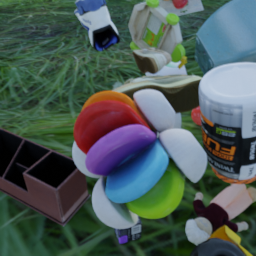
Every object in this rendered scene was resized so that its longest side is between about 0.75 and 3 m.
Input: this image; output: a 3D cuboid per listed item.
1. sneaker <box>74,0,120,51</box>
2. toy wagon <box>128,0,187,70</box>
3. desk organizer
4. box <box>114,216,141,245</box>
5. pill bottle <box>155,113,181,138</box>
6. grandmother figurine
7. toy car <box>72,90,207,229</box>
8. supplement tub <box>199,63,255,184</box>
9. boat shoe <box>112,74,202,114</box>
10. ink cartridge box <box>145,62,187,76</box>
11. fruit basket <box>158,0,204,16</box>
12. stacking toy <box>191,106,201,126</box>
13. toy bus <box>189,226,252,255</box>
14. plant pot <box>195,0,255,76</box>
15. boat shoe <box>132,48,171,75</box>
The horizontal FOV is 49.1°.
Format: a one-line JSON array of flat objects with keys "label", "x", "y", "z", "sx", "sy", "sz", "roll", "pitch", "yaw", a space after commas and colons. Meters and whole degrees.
[{"label": "sneaker", "x": -0.867, "y": -2.805, "z": 7.818, "sx": 0.934, "sy": 1.335, "sz": 2.311, "roll": -20, "pitch": 14, "yaw": -1}, {"label": "toy wagon", "x": 0.944, "y": -2.686, "z": 8.448, "sx": 2.311, "sy": 1.793, "sz": 0.457, "roll": 45, "pitch": 56, "yaw": 13}, {"label": "desk organizer", "x": -2.504, "y": 1.114, "z": 7.076, "sx": 2.990, "sy": 1.151, "sz": 1.072, "roll": 18, "pitch": 39, "yaw": 24}, {"label": "box", "x": -0.100, "y": 1.998, "z": 6.313, "sx": 0.512, "sy": 0.590, "sz": 0.965, "roll": -11, "pitch": 37, "yaw": -16}, {"label": "pill bottle", "x": 0.274, "y": -0.156, "z": 8.664, "sx": 2.523, "sy": 1.417, "sz": 1.417, "roll": -8, "pitch": 36, "yaw": -12}, {"label": "grandmother figurine", "x": 2.064, "y": 1.913, "z": 6.436, "sx": 2.162, "sy": 0.655, "sz": 1.311, "roll": -26, "pitch": 32, "yaw": -36}, {"label": "toy car", "x": -0.045, "y": 0.307, "z": 4.030, "sx": 1.786, "sy": 1.530, "sz": 2.041, "roll": -36, "pitch": 57, "yaw": 10}, {"label": "supplement tub", "x": 1.924, "y": 0.001, "z": 4.926, "sx": 1.234, "sy": 2.014, "sz": 1.234, "roll": -11, "pitch": 39, "yaw": 9}, {"label": "boat shoe", "x": 0.600, "y": -0.758, "z": 6.506, "sx": 2.849, "sy": 1.039, "sz": 0.896, "roll": -18, "pitch": 36, "yaw": -28}, {"label": "ink cartridge box", "x": 1.804, "y": -2.478, "z": 12.748, "sx": 1.755, "sy": 0.546, "sz": 2.181, "roll": -8, "pitch": 34, "yaw": -11}, {"label": "fruit basket", "x": 1.542, "y": -4.281, "z": 8.932, "sx": 1.406, "sy": 1.518, "sz": 0.712, "roll": 2, "pitch": 63, "yaw": 37}, {"label": "stacking toy", "x": 3.192, "y": -0.971, "z": 10.196, "sx": 1.169, "sy": 1.169, "sz": 2.739, "roll": 29, "pitch": 49, "yaw": 34}, {"label": "toy bus", "x": 1.471, "y": 3.209, "z": 3.901, "sx": 2.505, "sy": 1.770, "sz": 2.609, "roll": 36, "pitch": 49, "yaw": 19}, {"label": "plant pot", "x": 3.262, "y": -2.411, "z": 8.526, "sx": 2.152, "sy": 2.112, "sz": 2.107, "roll": -22, "pitch": 65, "yaw": 2}, {"label": "boat shoe", "x": 0.639, "y": -1.958, "z": 7.964, "sx": 0.612, "sy": 0.679, "sz": 1.883, "roll": -28, "pitch": 23, "yaw": -7}]
